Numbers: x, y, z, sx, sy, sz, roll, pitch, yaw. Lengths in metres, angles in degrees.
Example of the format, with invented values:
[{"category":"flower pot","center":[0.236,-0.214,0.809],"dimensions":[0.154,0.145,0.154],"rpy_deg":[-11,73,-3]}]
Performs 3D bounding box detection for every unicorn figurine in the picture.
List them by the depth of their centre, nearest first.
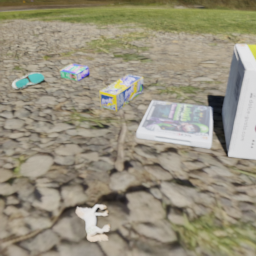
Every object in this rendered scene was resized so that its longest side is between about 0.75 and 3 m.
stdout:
[{"category":"unicorn figurine","center":[-0.838,2.136,6.578],"dimensions":[0.763,0.410,1.111],"rpy_deg":[-13,36,-3]}]

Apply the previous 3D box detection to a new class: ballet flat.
[{"category":"ballet flat","center":[-5.266,-2.448,14.614],"dimensions":[0.629,0.629,1.753],"rpy_deg":[23,37,35]}]

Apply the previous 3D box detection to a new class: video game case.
[{"category":"video game case","center":[1.924,-0.258,10.918],"dimensions":[2.617,0.336,2.878],"rpy_deg":[8,30,13]}]

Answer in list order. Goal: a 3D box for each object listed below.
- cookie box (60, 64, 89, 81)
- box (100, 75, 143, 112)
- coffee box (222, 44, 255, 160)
[{"category":"cookie box","center":[-3.016,-3.140,15.791],"dimensions":[1.243,0.467,1.063],"rpy_deg":[15,40,27]},{"category":"box","center":[-0.238,-1.672,12.931],"dimensions":[0.894,0.821,2.552],"rpy_deg":[16,32,25]},{"category":"coffee box","center":[4.953,-0.895,9.331],"dimensions":[2.949,2.978,2.982],"rpy_deg":[6,30,11]}]
